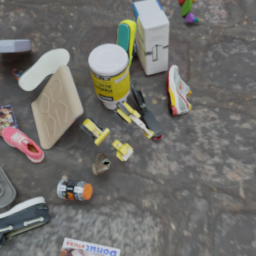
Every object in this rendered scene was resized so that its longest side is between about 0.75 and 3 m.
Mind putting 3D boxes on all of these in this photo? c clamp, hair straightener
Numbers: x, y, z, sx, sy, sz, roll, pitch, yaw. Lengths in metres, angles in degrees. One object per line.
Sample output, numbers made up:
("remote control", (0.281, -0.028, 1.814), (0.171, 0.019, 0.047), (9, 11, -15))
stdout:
("c clamp", (-4.615, 1.874, 8.294), (2.249, 0.357, 2.633), (-11, 35, -33))
("hair straightener", (0.621, -0.762, 9.990), (0.493, 0.927, 2.409), (-19, 73, -5))

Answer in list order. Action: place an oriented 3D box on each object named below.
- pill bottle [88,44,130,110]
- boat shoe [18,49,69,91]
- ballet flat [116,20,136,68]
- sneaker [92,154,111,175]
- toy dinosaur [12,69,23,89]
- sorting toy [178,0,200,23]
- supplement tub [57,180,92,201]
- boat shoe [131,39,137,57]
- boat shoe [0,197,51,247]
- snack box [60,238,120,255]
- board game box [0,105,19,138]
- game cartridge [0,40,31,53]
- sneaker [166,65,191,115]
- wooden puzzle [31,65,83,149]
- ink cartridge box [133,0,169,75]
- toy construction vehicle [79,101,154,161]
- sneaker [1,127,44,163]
("pill bottle", (-0.596, -1.690, 10.010), (1.302, 2.339, 1.302), (-2, 60, 3))
("boat shoe", (-3.160, -2.199, 10.390), (2.195, 0.799, 0.678), (-45, 32, -19))
("ballet flat", (-0.120, -3.014, 11.003), (0.817, 2.444, 0.819), (26, 40, 16))
("sneaker", (-0.776, 1.166, 9.063), (0.512, 0.477, 1.355), (-13, 14, 9))
("toy dinosaur", (-4.435, -2.064, 11.308), (0.731, 0.423, 0.806), (23, 49, 1))
("sorting toy", (3.070, -5.837, 13.616), (0.775, 0.780, 2.249), (10, 55, -22))
("supplement tub", (-1.645, 1.931, 8.657), (0.969, 0.594, 0.594), (0, 57, 21))
("boat shoe", (0.130, -3.845, 12.353), (0.544, 0.682, 1.804), (-1, 71, 0))
("boat shoe", (-3.601, 2.949, 8.029), (2.725, 1.030, 0.822), (-26, 68, -10))
("snack box", (-1.097, 3.651, 8.057), (1.671, 0.203, 0.601), (8, 61, 8))
("board game box", (-4.348, -0.217, 9.902), (0.722, 1.066, 0.184), (-15, 19, -8))
("game cartridge", (-4.738, -3.219, 11.001), (1.608, 0.488, 2.412), (0, 18, -7))
("sneaker", (1.941, -1.463, 10.848), (0.878, 0.832, 2.137), (-3, 68, -1))
("wooden puzzle", (-2.465, -0.687, 9.856), (0.537, 2.321, 2.149), (8, 51, -47))
("ink cartridge box", (0.897, -3.535, 11.068), (0.974, 2.312, 1.688), (-15, 56, -3))
("toy construction vehicle", (-0.291, 0.059, 8.451), (1.566, 0.634, 1.799), (-45, 103, -9))
("sneaker", (-3.500, 0.465, 9.405), (1.677, 0.727, 0.618), (37, 62, -4))
